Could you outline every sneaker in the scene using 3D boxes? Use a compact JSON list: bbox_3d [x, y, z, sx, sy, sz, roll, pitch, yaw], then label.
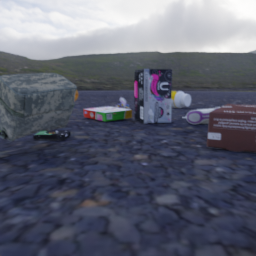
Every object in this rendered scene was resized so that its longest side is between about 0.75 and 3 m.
[{"bbox_3d":[3.198,-0.478,10.592,1.843,0.690,0.918,5,11,27],"label":"sneaker"}]

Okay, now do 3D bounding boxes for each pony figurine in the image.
[{"bbox_3d":[-0.295,-1.205,15.496,0.841,0.725,0.871,34,12,8],"label":"pony figurine"}]

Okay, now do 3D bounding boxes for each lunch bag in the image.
[{"bbox_3d":[-2.181,-0.473,6.612,1.157,1.393,1.661,32,32,34],"label":"lunch bag"}]

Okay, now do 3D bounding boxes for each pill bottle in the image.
[{"bbox_3d":[2.901,-1.741,17.232,1.020,1.020,1.821,-9,13,-44],"label":"pill bottle"}]

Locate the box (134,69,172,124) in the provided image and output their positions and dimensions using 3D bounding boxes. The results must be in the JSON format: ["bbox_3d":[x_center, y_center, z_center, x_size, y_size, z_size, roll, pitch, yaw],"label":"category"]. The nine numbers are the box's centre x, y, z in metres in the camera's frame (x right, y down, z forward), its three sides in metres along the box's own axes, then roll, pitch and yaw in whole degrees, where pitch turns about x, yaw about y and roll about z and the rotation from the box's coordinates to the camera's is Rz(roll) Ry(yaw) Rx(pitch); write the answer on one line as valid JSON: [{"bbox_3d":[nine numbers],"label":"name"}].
[{"bbox_3d":[0.989,-1.276,11.154,1.184,2.064,1.364,-4,10,-14],"label":"box"}]

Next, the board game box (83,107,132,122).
[{"bbox_3d":[-0.900,-0.621,12.069,1.361,0.359,1.778,-9,13,-35],"label":"board game box"}]

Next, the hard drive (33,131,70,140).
[{"bbox_3d":[-2.167,0.213,8.007,0.900,0.170,0.629,1,9,3],"label":"hard drive"}]

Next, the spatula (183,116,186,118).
[{"bbox_3d":[3.039,-0.470,12.388,1.195,0.096,0.831,5,12,28],"label":"spatula"}]

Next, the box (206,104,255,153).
[{"bbox_3d":[3.050,-0.087,7.508,1.298,0.971,2.592,5,13,27],"label":"box"}]

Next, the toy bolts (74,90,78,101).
[{"bbox_3d":[-2.645,-0.954,9.853,1.558,1.631,1.131,-33,38,13],"label":"toy bolts"}]
